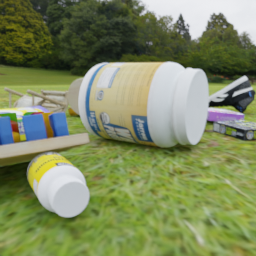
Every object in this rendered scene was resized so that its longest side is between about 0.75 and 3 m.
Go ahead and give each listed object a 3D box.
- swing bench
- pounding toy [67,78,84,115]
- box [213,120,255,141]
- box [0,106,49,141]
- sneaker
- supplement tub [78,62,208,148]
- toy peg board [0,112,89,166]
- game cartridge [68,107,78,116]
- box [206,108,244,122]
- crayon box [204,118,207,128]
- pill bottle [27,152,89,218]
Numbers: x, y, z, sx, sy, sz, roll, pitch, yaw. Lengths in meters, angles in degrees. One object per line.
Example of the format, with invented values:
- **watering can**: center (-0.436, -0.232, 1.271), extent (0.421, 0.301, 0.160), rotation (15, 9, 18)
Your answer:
- **swing bench**: center (-3.809, -0.986, 11.723), extent (1.937, 1.263, 1.947), rotation (8, 9, 40)
- **pounding toy**: center (-1.190, -0.970, 9.667), extent (1.697, 1.310, 0.787), rotation (44, 24, 2)
- **box**: center (3.537, 0.045, 8.588), extent (1.191, 0.329, 1.486), rotation (-3, 11, -19)
- **box**: center (-3.714, -0.074, 7.971), extent (2.918, 0.706, 1.712), rotation (-11, 19, -32)
- **sneaker**: center (4.696, -1.121, 13.233), extent (2.619, 1.465, 0.957), rotation (-33, -7, 28)
- **supplement tub**: center (0.410, -0.631, 7.334), extent (2.917, 2.110, 2.110), rotation (7, 13, 31)
- **toy peg board**: center (-2.099, 0.101, 4.878), extent (2.017, 0.987, 2.009), rotation (-9, -6, -38)
- **game cartridge**: center (-0.977, -1.101, 12.290), extent (2.622, 0.425, 2.311), rotation (-12, 2, 45)
- **box**: center (3.523, -0.522, 11.093), extent (1.307, 0.373, 1.910), rotation (5, 9, -4)
- **crayon box**: center (1.325, -0.571, 9.547), extent (2.377, 0.604, 1.509), rotation (5, 21, 1)
- **pill bottle**: center (-0.978, 0.778, 3.907), extent (0.647, 0.647, 1.163), rotation (-6, 13, -30)
